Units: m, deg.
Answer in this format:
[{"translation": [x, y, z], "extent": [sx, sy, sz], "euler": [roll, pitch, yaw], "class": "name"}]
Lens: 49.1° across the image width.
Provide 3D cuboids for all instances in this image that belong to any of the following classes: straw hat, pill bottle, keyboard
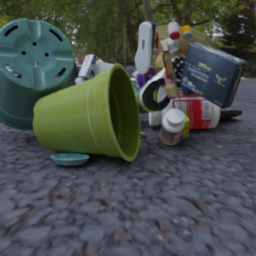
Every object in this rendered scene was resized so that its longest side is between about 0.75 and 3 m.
[{"translation": [1.648, -2.126, 10.066], "extent": [2.980, 1.261, 2.980], "euler": [11, -31, 7], "class": "straw hat"}, {"translation": [1.886, -0.597, 9.776], "extent": [2.292, 1.287, 1.287], "euler": [-1, 13, 1], "class": "pill bottle"}, {"translation": [3.343, -0.350, 11.130], "extent": [2.447, 0.485, 1.273], "euler": [-5, -9, -15], "class": "keyboard"}, {"translation": [1.209, -0.039, 7.674], "extent": [0.615, 0.615, 1.110], "euler": [0, -30, 0], "class": "pill bottle"}]

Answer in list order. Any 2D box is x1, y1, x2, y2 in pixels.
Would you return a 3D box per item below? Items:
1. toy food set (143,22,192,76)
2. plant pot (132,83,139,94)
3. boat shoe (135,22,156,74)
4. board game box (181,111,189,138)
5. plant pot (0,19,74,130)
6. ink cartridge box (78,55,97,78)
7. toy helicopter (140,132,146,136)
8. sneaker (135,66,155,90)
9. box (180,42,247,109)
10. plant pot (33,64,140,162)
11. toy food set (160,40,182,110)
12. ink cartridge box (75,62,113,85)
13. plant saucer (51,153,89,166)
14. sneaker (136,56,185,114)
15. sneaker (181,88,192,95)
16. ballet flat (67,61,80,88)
[{"translation": [1.117, -2.563, 9.051], "extent": [1.984, 0.893, 0.947], "euler": [-21, -32, 29], "class": "toy food set"}, {"translation": [-0.311, -0.982, 9.865], "extent": [1.421, 1.421, 1.335], "euler": [-9, -10, -35], "class": "plant pot"}, {"translation": [0.581, -2.382, 8.402], "extent": [0.552, 1.540, 0.522], "euler": [27, 39, 36], "class": "boat shoe"}, {"translation": [1.589, -0.091, 8.158], "extent": [0.191, 0.803, 0.408], "euler": [-24, 56, -7], "class": "board game box"}, {"translation": [-2.796, -1.545, 8.061], "extent": [2.649, 2.649, 2.595], "euler": [-6, -13, -26], "class": "plant pot"}, {"translation": [-1.519, -2.213, 10.096], "extent": [0.182, 0.827, 0.842], "euler": [23, -5, -36], "class": "ink cartridge box"}, {"translation": [0.165, 0.184, 8.545], "extent": [0.949, 0.374, 0.628], "euler": [2, 7, -31], "class": "toy helicopter"}, {"translation": [1.181, -1.317, 10.671], "extent": [0.988, 2.450, 1.022], "euler": [-39, 32, -1], "class": "sneaker"}, {"translation": [2.093, -1.364, 7.169], "extent": [0.394, 1.216, 1.543], "euler": [-19, 43, -34], "class": "box"}, {"translation": [-1.049, -0.227, 6.869], "extent": [2.170, 2.285, 2.285], "euler": [-7, 10, 17], "class": "plant pot"}, {"translation": [0.983, -1.358, 6.898], "extent": [0.290, 1.843, 1.172], "euler": [-12, 40, 13], "class": "toy food set"}, {"translation": [-1.195, -1.902, 10.727], "extent": [1.349, 0.577, 0.995], "euler": [-30, -10, 30], "class": "ink cartridge box"}, {"translation": [-1.322, 0.721, 6.403], "extent": [0.860, 0.155, 0.860], "euler": [2, 4, 0], "class": "plant saucer"}, {"translation": [1.014, -1.281, 8.391], "extent": [2.690, 0.994, 1.089], "euler": [-39, 12, -35], "class": "sneaker"}, {"translation": [2.345, -1.767, 9.405], "extent": [1.493, 0.547, 0.612], "euler": [-34, 34, 4], "class": "sneaker"}, {"translation": [-2.332, -2.161, 11.631], "extent": [0.723, 2.175, 0.618], "euler": [-11, -29, -14], "class": "ballet flat"}]
